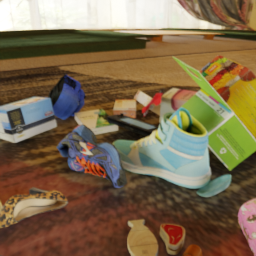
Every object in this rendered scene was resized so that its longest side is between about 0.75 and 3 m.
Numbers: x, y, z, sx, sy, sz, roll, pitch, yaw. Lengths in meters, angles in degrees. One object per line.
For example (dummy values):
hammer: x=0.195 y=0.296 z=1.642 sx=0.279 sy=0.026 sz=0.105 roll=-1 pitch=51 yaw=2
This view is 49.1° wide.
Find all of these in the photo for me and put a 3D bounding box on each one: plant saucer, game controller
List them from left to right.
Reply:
game controller: x=0.303 y=-0.071 z=9.456 sx=2.091 sy=0.440 sz=1.091 roll=19 pitch=8 yaw=28
plant saucer: x=2.036 y=1.382 z=6.536 sx=0.891 sy=0.160 sz=0.891 roll=-30 pitch=-5 yaw=-3

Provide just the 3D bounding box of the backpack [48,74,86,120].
backpack: x=-2.365 y=-1.109 z=10.861 sx=1.314 sy=1.272 sz=1.566 roll=28 pitch=31 yaw=-21

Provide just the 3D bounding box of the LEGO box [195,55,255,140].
LEGO box: x=3.509 y=-0.727 z=8.529 sx=1.055 sy=2.735 sz=2.037 roll=-42 pitch=22 yaw=12

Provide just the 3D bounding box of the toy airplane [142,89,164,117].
toy airplane: x=0.879 y=-0.925 z=10.138 sx=0.235 sy=1.279 sz=1.279 roll=37 pitch=24 yaw=-10

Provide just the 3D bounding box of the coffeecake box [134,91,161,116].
coffeecake box: x=0.878 y=-0.999 z=11.320 sx=0.878 sy=0.418 sz=1.144 roll=28 pitch=9 yaw=-32

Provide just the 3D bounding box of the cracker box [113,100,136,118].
cracker box: x=-0.124 y=-0.780 z=11.383 sx=0.867 sy=0.373 sz=1.294 roll=0 pitch=23 yaw=3

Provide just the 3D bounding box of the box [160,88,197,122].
box: x=2.297 y=-0.693 z=10.382 sx=1.941 sy=1.057 sz=1.241 roll=14 pitch=29 yaw=26

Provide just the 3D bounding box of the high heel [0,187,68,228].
high heel: x=-1.988 y=1.720 z=5.876 sx=1.009 sy=0.506 sz=1.416 roll=9 pitch=22 yaw=19

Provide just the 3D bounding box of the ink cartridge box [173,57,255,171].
ink cartridge box: x=2.045 y=-0.478 z=7.846 sx=1.082 sy=2.857 sz=2.111 roll=-43 pitch=23 yaw=11

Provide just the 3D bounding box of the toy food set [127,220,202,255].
toy food set: x=0.738 y=2.383 z=4.679 sx=1.490 sy=0.369 sz=2.344 roll=0 pitch=17 yaw=0

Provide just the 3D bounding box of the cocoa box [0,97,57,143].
cocoa box: x=-3.453 y=-0.334 z=9.420 sx=1.089 sy=1.071 sz=1.633 roll=8 pitch=25 yaw=41

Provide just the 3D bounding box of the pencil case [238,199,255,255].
pencil case: x=2.578 y=2.042 z=4.852 sx=0.805 sy=0.771 sz=1.861 roll=-4 pitch=24 yaw=-1

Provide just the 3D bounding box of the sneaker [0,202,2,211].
sneaker: x=-3.027 y=1.595 z=6.230 sx=0.918 sy=0.368 sz=0.323 roll=18 pitch=22 yaw=41

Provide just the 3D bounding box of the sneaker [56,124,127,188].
sneaker: x=-0.987 y=0.869 z=7.399 sx=1.075 sy=1.033 sz=2.742 roll=-32 pitch=34 yaw=-23

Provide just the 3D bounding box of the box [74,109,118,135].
box: x=-1.202 y=-0.233 z=10.301 sx=1.155 sy=0.291 sz=1.600 roll=-11 pitch=30 yaw=-23

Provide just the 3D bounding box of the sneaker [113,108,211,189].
sneaker: x=0.760 y=0.276 z=7.298 sx=2.909 sy=1.899 sz=1.157 roll=11 pitch=29 yaw=26
